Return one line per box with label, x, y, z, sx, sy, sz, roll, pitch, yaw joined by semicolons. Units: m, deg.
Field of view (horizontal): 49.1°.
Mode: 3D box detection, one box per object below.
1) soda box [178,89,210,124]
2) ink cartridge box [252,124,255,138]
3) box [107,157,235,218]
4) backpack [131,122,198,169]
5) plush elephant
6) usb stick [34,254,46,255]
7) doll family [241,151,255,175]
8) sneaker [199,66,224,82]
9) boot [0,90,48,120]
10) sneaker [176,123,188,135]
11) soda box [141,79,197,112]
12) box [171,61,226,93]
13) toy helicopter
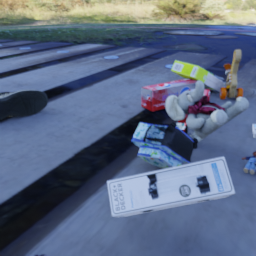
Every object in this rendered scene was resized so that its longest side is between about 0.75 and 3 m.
soda box;2.471;-0.799;10.394;0.780;0.706;2.228;6;26;22
ink cartridge box;4.434;0.138;9.113;0.684;0.174;0.777;7;27;17
box;0.718;1.088;4.897;1.960;0.589;1.143;-14;-19;8
backpack;0.799;0.444;7.085;1.290;1.036;1.410;32;-11;-39
plush elephant;2.042;-0.577;7.924;1.633;1.983;1.535;-26;76;-32
usb stick;-0.444;2.594;3.668;2.859;0.466;0.793;16;37;30
doll family;3.563;0.918;7.052;1.340;0.526;0.775;20;51;26
sneaker;3.926;-2.707;14.266;1.912;0.837;0.711;9;27;19
boot;-4.722;-1.038;10.637;2.762;0.997;2.086;-21;30;-37
sneaker;1.495;0.159;8.845;0.569;0.428;1.216;2;21;26
soda box;1.755;-1.373;11.422;2.490;0.872;0.790;-14;25;-27
box;3.276;-2.284;12.777;2.447;0.583;1.492;16;10;-41
toy helicopter;4.458;-2.323;11.871;0.873;2.213;1.464;4;44;9
